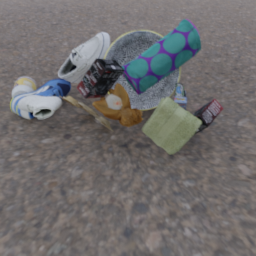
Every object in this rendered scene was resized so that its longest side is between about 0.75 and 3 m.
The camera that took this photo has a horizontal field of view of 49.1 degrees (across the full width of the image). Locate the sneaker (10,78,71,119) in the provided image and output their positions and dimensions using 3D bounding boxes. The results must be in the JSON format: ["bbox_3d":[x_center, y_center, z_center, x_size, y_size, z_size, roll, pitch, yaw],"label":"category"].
[{"bbox_3d":[-3.364,-1.149,11.568,1.126,1.012,2.737,30,51,33],"label":"sneaker"}]

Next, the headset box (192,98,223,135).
[{"bbox_3d":[2.541,-0.374,9.493,0.504,0.972,1.306,49,55,-2],"label":"headset box"}]

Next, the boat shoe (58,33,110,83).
[{"bbox_3d":[-1.809,-2.688,11.024,0.954,2.919,1.074,3,60,-41],"label":"boat shoe"}]

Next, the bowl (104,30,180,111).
[{"bbox_3d":[0.448,-2.249,11.091,2.973,2.973,1.395,-3,13,-4],"label":"bowl"}]

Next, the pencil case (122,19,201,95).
[{"bbox_3d":[1.138,-2.412,9.719,2.840,1.208,1.312,-36,34,4],"label":"pencil case"}]

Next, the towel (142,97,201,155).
[{"bbox_3d":[1.275,0.013,8.646,1.448,1.952,0.356,36,52,4],"label":"towel"}]

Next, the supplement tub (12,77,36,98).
[{"bbox_3d":[-4.502,-1.561,12.145,0.935,0.935,1.286,-6,35,-8],"label":"supplement tub"}]

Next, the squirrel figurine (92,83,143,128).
[{"bbox_3d":[-0.273,-0.546,9.281,1.534,1.432,1.086,42,82,4],"label":"squirrel figurine"}]

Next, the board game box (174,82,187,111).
[{"bbox_3d":[1.889,-0.858,10.232,0.448,1.450,1.451,5,64,8],"label":"board game box"}]

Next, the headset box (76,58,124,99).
[{"bbox_3d":[-0.919,-1.503,8.936,0.531,1.375,1.023,52,32,16],"label":"headset box"}]

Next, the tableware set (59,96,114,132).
[{"bbox_3d":[-1.500,-0.600,10.327,2.149,1.795,0.249,29,85,42],"label":"tableware set"}]

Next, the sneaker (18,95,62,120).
[{"bbox_3d":[-3.308,-0.723,9.942,1.663,0.613,0.961,-4,29,11],"label":"sneaker"}]
